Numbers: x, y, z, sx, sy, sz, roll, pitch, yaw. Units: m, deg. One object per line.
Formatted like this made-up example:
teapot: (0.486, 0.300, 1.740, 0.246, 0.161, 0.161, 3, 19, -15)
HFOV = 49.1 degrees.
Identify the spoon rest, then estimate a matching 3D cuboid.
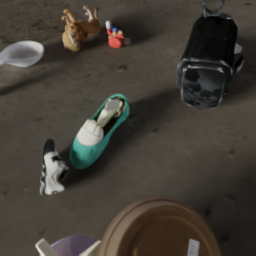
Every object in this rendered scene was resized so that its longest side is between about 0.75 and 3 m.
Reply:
spoon rest: (-4.308, -2.457, 10.456, 1.482, 0.904, 2.984, 15, 52, 13)

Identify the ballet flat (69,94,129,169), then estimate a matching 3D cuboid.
ballet flat: (-0.864, -0.075, 8.321, 0.943, 0.986, 2.801, 23, 53, 18)

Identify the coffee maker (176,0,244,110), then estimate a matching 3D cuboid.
coffee maker: (2.568, -2.479, 9.264, 1.914, 2.730, 2.842, -9, 40, 31)

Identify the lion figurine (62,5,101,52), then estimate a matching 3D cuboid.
lion figurine: (-1.849, -4.301, 12.008, 2.574, 0.933, 1.576, -34, 91, -34)

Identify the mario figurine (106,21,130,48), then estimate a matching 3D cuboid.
mario figurine: (-0.420, -4.041, 11.877, 0.973, 0.835, 1.576, -6, 48, -4)

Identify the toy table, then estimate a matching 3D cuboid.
toy table: (-1.227, 2.858, 5.427, 1.687, 1.074, 1.835, 41, 57, -4)

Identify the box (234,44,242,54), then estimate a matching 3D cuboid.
box: (3.894, -3.513, 11.788, 1.018, 0.256, 1.410, -22, 52, -19)

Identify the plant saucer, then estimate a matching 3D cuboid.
plant saucer: (0.770, 2.737, 5.477, 2.800, 0.412, 2.800, 9, 65, -19)

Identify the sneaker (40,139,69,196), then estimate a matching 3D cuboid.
sneaker: (-1.963, 1.031, 7.653, 0.728, 0.610, 1.646, -5, 59, -4)
